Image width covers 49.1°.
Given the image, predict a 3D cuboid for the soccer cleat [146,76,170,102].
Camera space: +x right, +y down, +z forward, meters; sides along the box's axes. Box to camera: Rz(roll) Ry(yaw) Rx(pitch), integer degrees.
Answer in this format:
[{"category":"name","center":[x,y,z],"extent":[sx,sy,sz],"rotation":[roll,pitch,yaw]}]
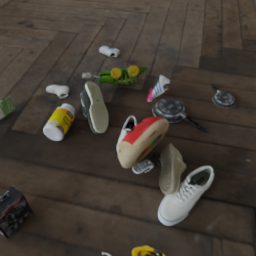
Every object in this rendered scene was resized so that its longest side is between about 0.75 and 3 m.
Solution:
[{"category":"soccer cleat","center":[1.198,-1.478,11.220],"extent":[0.625,1.447,0.506],"rotation":[17,53,-8]}]

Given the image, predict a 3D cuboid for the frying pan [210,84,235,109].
[{"category":"frying pan","center":[4.173,-1.460,12.268],"extent":[0.973,0.262,1.608],"rotation":[6,50,3]}]

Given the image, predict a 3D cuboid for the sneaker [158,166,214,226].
[{"category":"sneaker","center":[1.781,1.959,8.614],"extent":[0.870,0.843,2.381],"rotation":[34,55,27]}]

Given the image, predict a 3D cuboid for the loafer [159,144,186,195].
[{"category":"loafer","center":[1.492,1.342,9.073],"extent":[0.710,0.787,2.080],"rotation":[27,38,-13]}]

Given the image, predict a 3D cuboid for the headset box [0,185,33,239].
[{"category":"headset box","center":[-3.368,2.351,7.903],"extent":[0.521,1.348,1.003],"rotation":[28,54,23]}]

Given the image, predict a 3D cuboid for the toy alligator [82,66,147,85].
[{"category":"toy alligator","center":[-0.567,-2.220,12.530],"extent":[2.938,0.974,0.706],"rotation":[-8,87,1]}]

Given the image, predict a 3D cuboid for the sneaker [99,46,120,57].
[{"category":"sneaker","center":[-1.012,-3.877,14.414],"extent":[1.086,0.407,0.470],"rotation":[11,53,10]}]

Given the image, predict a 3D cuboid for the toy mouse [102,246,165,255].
[{"category":"toy mouse","center":[0.168,3.904,6.642],"extent":[2.375,0.460,2.111],"rotation":[8,63,31]}]

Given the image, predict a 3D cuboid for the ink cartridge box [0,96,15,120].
[{"category":"ink cartridge box","center":[-5.296,-0.694,11.166],"extent":[0.426,0.746,1.437],"rotation":[27,53,23]}]

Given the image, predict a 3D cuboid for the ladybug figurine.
[{"category":"ladybug figurine","center":[0.470,0.378,9.441],"extent":[0.819,1.545,2.276],"rotation":[42,64,16]}]

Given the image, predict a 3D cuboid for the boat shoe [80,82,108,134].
[{"category":"boat shoe","center":[-1.412,-0.710,11.276],"extent":[0.880,0.828,2.449],"rotation":[16,46,-41]}]

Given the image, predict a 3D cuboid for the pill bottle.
[{"category":"pill bottle","center":[-2.582,-0.250,10.727],"extent":[0.787,0.787,1.441],"rotation":[11,48,10]}]

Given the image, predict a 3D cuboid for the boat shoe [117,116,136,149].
[{"category":"boat shoe","center":[-0.034,0.281,10.338],"extent":[0.655,0.581,1.779],"rotation":[7,47,0]}]

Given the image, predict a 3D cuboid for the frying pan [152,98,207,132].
[{"category":"frying pan","center":[1.931,-0.479,11.282],"extent":[1.433,0.385,2.368],"rotation":[-21,47,-17]}]

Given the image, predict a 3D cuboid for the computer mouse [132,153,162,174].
[{"category":"computer mouse","center":[0.648,1.302,9.643],"extent":[1.118,0.245,0.613],"rotation":[-22,47,-20]}]

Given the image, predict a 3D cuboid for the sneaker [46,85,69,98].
[{"category":"sneaker","center":[-3.113,-1.573,12.259],"extent":[0.987,0.364,0.570],"rotation":[-2,44,-4]}]
